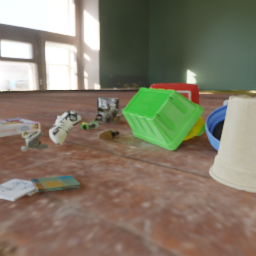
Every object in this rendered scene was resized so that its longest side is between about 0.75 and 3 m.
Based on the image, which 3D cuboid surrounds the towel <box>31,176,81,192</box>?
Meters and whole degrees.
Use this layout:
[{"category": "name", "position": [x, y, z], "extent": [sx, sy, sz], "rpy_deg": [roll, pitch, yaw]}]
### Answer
[{"category": "towel", "position": [-1.568, 1.200, 6.051], "extent": [0.912, 0.099, 0.669], "rpy_deg": [0, 10, -30]}]

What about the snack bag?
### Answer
[{"category": "snack bag", "position": [-2.343, 1.287, 5.786], "extent": [0.880, 0.100, 0.934], "rpy_deg": [4, 10, 21]}]

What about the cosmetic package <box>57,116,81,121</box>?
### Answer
[{"category": "cosmetic package", "position": [-3.113, -0.492, 14.779], "extent": [1.017, 0.263, 0.767], "rpy_deg": [-8, 11, -35]}]

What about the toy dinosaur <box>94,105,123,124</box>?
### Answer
[{"category": "toy dinosaur", "position": [-0.967, -0.650, 14.459], "extent": [1.345, 1.013, 2.631], "rpy_deg": [13, 3, -1]}]

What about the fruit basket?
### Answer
[{"category": "fruit basket", "position": [1.549, -0.178, 10.201], "extent": [2.918, 2.105, 2.918], "rpy_deg": [37, -10, 8]}]

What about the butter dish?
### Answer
[{"category": "butter dish", "position": [2.028, -0.815, 12.388], "extent": [2.104, 2.098, 1.555], "rpy_deg": [1, -3, 11]}]

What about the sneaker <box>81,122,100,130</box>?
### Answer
[{"category": "sneaker", "position": [-1.681, -0.053, 12.450], "extent": [0.866, 0.338, 0.369], "rpy_deg": [-9, 18, -1]}]

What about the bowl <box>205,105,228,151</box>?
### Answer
[{"category": "bowl", "position": [3.716, 0.071, 8.613], "extent": [2.592, 0.509, 2.592], "rpy_deg": [-7, 34, 5]}]

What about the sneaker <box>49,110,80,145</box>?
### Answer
[{"category": "sneaker", "position": [-2.154, -0.123, 9.802], "extent": [0.982, 0.602, 1.509], "rpy_deg": [-40, 18, 22]}]

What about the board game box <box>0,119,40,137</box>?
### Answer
[{"category": "board game box", "position": [-5.084, -0.037, 12.015], "extent": [1.852, 0.382, 1.856], "rpy_deg": [9, 14, 40]}]

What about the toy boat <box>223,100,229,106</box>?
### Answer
[{"category": "toy boat", "position": [4.461, -0.263, 10.602], "extent": [2.447, 1.353, 2.911], "rpy_deg": [-3, 12, -15]}]

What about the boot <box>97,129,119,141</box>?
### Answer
[{"category": "boot", "position": [-0.899, 0.259, 10.682], "extent": [1.096, 0.385, 0.802], "rpy_deg": [-9, 7, -43]}]

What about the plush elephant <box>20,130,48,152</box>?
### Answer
[{"category": "plush elephant", "position": [-2.699, 0.339, 7.970], "extent": [0.750, 0.618, 0.581], "rpy_deg": [-24, 35, -8]}]

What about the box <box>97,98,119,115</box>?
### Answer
[{"category": "box", "position": [-1.191, -1.224, 16.466], "extent": [1.353, 1.067, 0.337], "rpy_deg": [6, 12, 26]}]

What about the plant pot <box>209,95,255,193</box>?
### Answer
[{"category": "plant pot", "position": [3.037, 0.229, 6.507], "extent": [2.094, 1.917, 2.094], "rpy_deg": [0, 11, 0]}]
